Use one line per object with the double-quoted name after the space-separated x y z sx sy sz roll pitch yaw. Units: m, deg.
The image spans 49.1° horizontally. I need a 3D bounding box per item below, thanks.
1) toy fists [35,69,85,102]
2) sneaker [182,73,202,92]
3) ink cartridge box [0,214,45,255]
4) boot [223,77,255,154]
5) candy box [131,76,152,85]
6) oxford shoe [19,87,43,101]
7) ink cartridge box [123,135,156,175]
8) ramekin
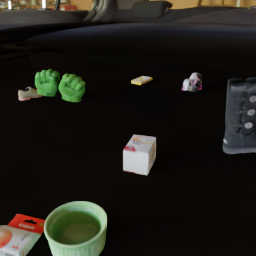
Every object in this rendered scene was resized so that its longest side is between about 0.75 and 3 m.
-2.549 -1.600 10.435 1.896 0.966 0.652 12 18 4 "toy fists"
2.926 -1.879 12.159 0.681 0.634 1.578 27 41 22 "sneaker"
-1.852 1.753 4.712 0.715 0.221 0.881 8 29 15 "ink cartridge box"
3.050 -0.319 6.685 1.514 1.836 0.603 -9 26 -7 "boot"
0.655 -2.267 13.340 0.530 0.137 1.037 19 31 30 "candy box"
-3.819 -1.440 11.230 0.417 0.435 1.177 19 31 34 "oxford shoe"
0.294 0.615 6.678 0.596 0.593 0.820 8 26 16 "ink cartridge box"
-0.818 1.691 4.519 0.984 0.480 0.984 0 25 0 "ramekin"
